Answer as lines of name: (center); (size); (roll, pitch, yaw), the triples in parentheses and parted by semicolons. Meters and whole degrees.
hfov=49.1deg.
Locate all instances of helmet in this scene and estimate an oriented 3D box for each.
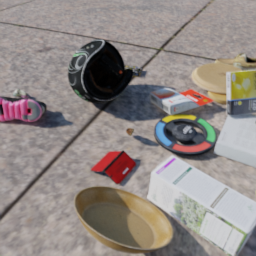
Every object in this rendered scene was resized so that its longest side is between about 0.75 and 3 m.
helmet: (-1.265, -2.402, 12.012); (2.727, 2.727, 2.600); (-14, 22, -17)

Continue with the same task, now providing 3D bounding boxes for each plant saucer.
plant saucer: (-0.173, 2.357, 7.144); (2.632, 0.466, 2.632); (19, 12, -4)

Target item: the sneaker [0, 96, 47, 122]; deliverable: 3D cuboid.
sneaker: (-4.646, -0.856, 11.625); (2.713, 1.072, 1.294); (8, 18, 9)

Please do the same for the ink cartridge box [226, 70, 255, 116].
ink cartridge box: (4.537, -1.345, 10.539); (1.656, 1.637, 0.389); (-7, 13, -4)

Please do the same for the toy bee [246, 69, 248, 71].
toy bee: (5.534, -1.552, 12.069); (2.917, 1.585, 1.909); (25, 42, -15)

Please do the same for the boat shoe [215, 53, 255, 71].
boat shoe: (5.970, -3.409, 14.594); (2.764, 0.918, 1.023); (10, 40, 12)

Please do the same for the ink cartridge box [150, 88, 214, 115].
ink cartridge box: (2.291, -1.336, 12.060); (2.177, 0.546, 1.765); (-20, 31, -17)

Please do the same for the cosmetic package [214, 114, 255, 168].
cosmetic package: (4.333, 0.326, 10.246); (1.769, 0.606, 2.346); (21, 44, 20)

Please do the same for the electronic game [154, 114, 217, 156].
electronic game: (2.124, 0.202, 10.505); (2.326, 0.484, 2.326); (0, 39, 0)

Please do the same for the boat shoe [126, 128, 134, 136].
boat shoe: (0.048, 0.136, 10.330); (0.258, 0.763, 0.275); (29, 81, -2)

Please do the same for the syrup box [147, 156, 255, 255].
syrup box: (1.977, 2.033, 7.676); (2.840, 1.118, 1.156); (30, 42, 31)

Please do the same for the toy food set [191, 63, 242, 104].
toy food set: (4.451, -2.267, 13.385); (2.771, 0.681, 2.799); (-26, 46, -29)

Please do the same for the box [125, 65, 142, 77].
box: (0.187, -2.962, 14.602); (0.943, 0.233, 0.753); (9, 38, 11)

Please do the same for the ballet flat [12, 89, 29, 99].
ballet flat: (-4.927, -1.590, 12.825); (0.952, 0.339, 0.329); (18, 44, 21)

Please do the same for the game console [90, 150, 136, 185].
game console: (-0.486, 1.318, 9.401); (0.986, 0.679, 1.145); (45, 48, 1)
